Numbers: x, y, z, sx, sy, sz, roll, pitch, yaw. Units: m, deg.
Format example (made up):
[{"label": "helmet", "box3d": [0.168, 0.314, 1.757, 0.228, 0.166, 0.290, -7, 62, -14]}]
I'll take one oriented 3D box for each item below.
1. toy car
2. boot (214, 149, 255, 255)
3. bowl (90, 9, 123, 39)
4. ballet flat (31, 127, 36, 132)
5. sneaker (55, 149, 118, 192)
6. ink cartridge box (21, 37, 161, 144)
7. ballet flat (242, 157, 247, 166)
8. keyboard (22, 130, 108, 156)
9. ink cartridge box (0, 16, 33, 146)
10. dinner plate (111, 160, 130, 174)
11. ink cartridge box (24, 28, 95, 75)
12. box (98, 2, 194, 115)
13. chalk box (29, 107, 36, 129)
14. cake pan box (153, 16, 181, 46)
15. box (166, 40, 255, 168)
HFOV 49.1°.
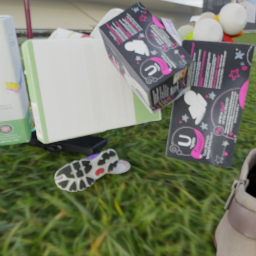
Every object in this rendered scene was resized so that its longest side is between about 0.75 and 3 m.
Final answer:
[{"label": "toy car", "box3d": [2.542, -2.621, 8.442, 2.057, 1.542, 1.800, -34, 19, -11]}, {"label": "boot", "box3d": [1.952, 1.321, 4.310, 1.050, 2.186, 2.989, 9, 22, 19]}, {"label": "bowl", "box3d": [-0.343, -3.001, 10.832, 2.640, 2.636, 0.985, 38, 3, 29]}, {"label": "ballet flat", "box3d": [-3.280, 0.004, 10.650, 0.897, 0.316, 0.302, -9, 22, -22]}, {"label": "sneaker", "box3d": [-1.097, 1.129, 7.364, 1.828, 0.737, 0.763, -18, 2, -38]}, {"label": "ink cartridge box", "box3d": [-0.680, -0.907, 6.030, 2.726, 1.984, 0.654, -12, 12, -26]}, {"label": "ballet flat", "box3d": [3.874, 0.849, 8.052, 0.601, 0.514, 1.808, 19, 27, 41]}, {"label": "keyboard", "box3d": [-2.290, 0.512, 9.261, 2.861, 0.367, 1.718, 7, 15, 19]}, {"label": "ink cartridge box", "box3d": [-3.437, -1.015, 6.289, 2.021, 2.781, 1.217, -8, 27, -10]}, {"label": "dinner plate", "box3d": [-0.351, 1.121, 7.930, 0.802, 0.097, 0.802, 0, 19, 0]}, {"label": "ink cartridge box", "box3d": [-2.035, -2.016, 9.321, 1.201, 2.113, 2.900, 38, -1, -39]}, {"label": "box", "box3d": [0.294, -1.166, 4.844, 0.876, 1.009, 1.527, -33, 68, -5]}, {"label": "chalk box", "box3d": [-3.809, -0.412, 11.144, 1.217, 0.754, 0.760, -14, 24, -34]}, {"label": "cake pan box", "box3d": [0.820, -2.603, 7.900, 1.311, 0.372, 1.424, 1, 56, -29]}, {"label": "box", "box3d": [1.640, -0.555, 5.899, 1.321, 2.303, 1.522, 10, 12, 14]}]
